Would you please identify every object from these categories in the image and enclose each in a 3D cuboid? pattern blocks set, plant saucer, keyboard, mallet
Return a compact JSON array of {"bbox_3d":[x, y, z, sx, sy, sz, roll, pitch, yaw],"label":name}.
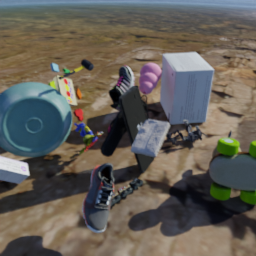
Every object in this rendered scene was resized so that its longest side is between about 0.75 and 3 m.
[{"bbox_3d":[-2.412,-1.373,10.834,0.173,2.133,1.875,-18,-19,24],"label":"pattern blocks set"},{"bbox_3d":[-3.170,-0.146,9.361,2.705,2.705,0.486,-12,25,-19],"label":"plant saucer"},{"bbox_3d":[0.277,0.028,9.101,0.543,2.742,1.427,4,31,35],"label":"keyboard"},{"bbox_3d":[-1.709,-1.876,9.355,0.441,0.275,1.338,32,52,19],"label":"mallet"}]

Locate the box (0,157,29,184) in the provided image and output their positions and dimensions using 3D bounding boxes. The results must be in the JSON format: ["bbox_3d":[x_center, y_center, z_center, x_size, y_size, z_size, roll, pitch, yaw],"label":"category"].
[{"bbox_3d":[-4.025,1.055,7.955,2.503,0.519,0.484,29,27,-49],"label":"box"}]

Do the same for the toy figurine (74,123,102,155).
[{"bbox_3d":[-1.602,0.238,9.703,0.954,0.840,1.593,42,11,1],"label":"toy figurine"}]

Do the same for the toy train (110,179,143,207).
[{"bbox_3d":[-0.129,1.886,8.295,0.339,0.252,1.479,20,33,39],"label":"toy train"}]

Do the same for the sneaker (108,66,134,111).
[{"bbox_3d":[-0.275,-1.359,9.619,0.778,1.779,0.656,9,-16,-29],"label":"sneaker"}]

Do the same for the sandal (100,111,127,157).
[{"bbox_3d":[-0.402,0.066,9.179,0.413,0.688,1.831,24,81,52],"label":"sandal"}]

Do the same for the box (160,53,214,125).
[{"bbox_3d":[2.442,-1.785,12.319,1.600,2.435,2.448,-3,32,-5],"label":"box"}]

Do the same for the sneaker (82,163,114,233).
[{"bbox_3d":[-0.651,1.585,6.678,0.654,0.695,1.696,14,57,-22],"label":"sneaker"}]

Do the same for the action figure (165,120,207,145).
[{"bbox_3d":[2.258,0.179,10.730,1.556,0.794,0.925,-8,22,-10],"label":"action figure"}]

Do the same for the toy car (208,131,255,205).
[{"bbox_3d":[3.324,0.979,8.723,1.692,1.761,2.144,6,20,9],"label":"toy car"}]

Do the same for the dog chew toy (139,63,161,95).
[{"bbox_3d":[0.836,-1.942,11.375,0.892,0.892,1.432,9,58,14],"label":"dog chew toy"}]

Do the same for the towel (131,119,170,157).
[{"bbox_3d":[0.470,0.191,5.797,0.579,0.151,0.873,9,56,29],"label":"towel"}]
